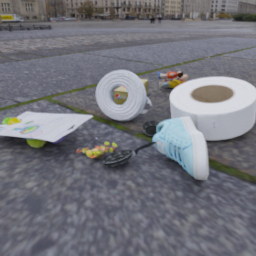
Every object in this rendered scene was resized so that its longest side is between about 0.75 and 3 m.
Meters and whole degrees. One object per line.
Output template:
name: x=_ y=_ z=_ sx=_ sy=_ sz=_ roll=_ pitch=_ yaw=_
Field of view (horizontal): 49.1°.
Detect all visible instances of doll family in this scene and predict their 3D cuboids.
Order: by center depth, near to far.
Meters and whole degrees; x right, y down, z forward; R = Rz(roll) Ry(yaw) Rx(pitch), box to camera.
doll family: x=2.255 y=-2.086 z=13.125 sx=1.319 sy=0.958 sz=2.125 roll=1 pitch=5 yaw=20

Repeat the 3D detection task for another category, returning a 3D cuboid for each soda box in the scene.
soda box: x=0.170 y=-1.501 z=11.794 sx=0.713 sy=0.674 sz=2.104 roll=10 pitch=26 yaw=22

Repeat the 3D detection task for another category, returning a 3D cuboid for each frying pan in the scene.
frying pan: x=-0.034 y=0.660 z=7.180 sx=1.391 sy=0.226 sz=0.841 roll=-22 pitch=12 yaw=-22
frying pan: x=0.987 y=0.024 z=8.809 sx=1.095 sy=0.178 sz=0.662 roll=-3 pitch=46 yaw=-6

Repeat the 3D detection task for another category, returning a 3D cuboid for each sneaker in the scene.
sneaker: x=1.224 y=0.517 z=7.017 sx=1.168 sy=1.054 sz=2.851 roll=-9 pitch=15 yaw=4

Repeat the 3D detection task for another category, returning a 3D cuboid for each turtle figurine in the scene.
turtle figurine: x=-0.737 y=0.616 z=7.357 sx=1.159 sy=0.373 sz=0.935 roll=-12 pitch=2 yaw=44

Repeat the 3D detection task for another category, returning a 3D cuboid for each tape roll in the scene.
tape roll: x=2.698 y=-0.703 z=9.045 sx=2.688 sy=0.940 sz=2.688 roll=-7 pitch=31 yaw=5

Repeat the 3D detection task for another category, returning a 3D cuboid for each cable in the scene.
cable: x=-0.258 y=-1.081 z=9.557 sx=1.741 sy=1.740 sz=0.603 roll=-22 pitch=3 yaw=18

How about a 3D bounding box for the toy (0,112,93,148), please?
toy: x=-2.560 y=0.116 z=8.168 sx=2.831 sy=0.668 sz=1.630 roll=8 pitch=30 yaw=30
